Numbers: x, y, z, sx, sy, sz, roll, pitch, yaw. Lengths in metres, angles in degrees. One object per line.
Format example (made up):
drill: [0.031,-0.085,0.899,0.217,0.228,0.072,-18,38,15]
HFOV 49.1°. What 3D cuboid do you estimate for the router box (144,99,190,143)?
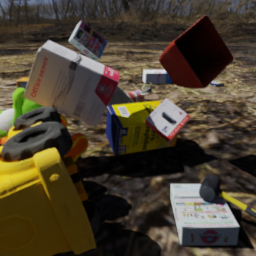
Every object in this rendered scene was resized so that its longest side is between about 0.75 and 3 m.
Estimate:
router box: [0.899,-0.173,6.416,0.725,0.197,0.808,39,65,13]

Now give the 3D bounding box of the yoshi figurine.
yoshi figurine: [-2.270,-0.193,7.020,2.967,1.668,1.661,15,17,40]

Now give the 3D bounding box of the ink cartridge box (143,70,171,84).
ink cartridge box: [1.522,-2.711,14.848,1.404,0.594,1.015,-3,21,-4]

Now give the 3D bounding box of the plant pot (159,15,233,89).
plant pot: [1.284,-1.433,5.793,1.077,1.076,0.949,-43,13,-23]

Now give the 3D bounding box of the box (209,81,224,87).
box: [4.394,-2.258,14.279,0.568,0.157,0.832,-9,23,-23]

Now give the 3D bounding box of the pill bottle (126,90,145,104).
pill bottle: [0.045,-1.009,10.340,1.107,0.621,0.621,-20,28,-40]

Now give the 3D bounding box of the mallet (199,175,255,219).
mallet: [1.760,1.261,4.367,1.430,0.294,0.471,34,31,23]

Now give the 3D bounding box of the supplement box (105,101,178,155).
supplement box: [0.350,-0.029,7.075,1.660,0.904,0.909,-8,40,-19]

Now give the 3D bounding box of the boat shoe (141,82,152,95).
boat shoe: [0.656,-1.405,9.949,0.390,0.326,1.090,-7,16,10]

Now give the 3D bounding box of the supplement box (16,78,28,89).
supplement box: [-3.759,-1.829,12.395,2.139,0.736,0.712,4,20,5]

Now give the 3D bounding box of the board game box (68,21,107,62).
board game box: [-0.891,-1.945,6.318,0.751,0.554,0.241,34,-27,-29]

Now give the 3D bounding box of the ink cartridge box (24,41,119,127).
ink cartridge box: [-1.179,-0.922,5.967,1.664,1.208,0.694,23,28,-13]

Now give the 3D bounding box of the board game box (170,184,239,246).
board game box: [1.163,1.347,4.507,0.831,0.362,1.127,0,20,1]

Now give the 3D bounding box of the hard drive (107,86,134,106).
hard drive: [-0.330,-0.757,7.359,0.581,0.862,0.182,-48,5,-14]

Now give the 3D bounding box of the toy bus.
toy bus: [-1.845,0.947,4.177,2.390,1.689,2.489,-22,24,-12]
